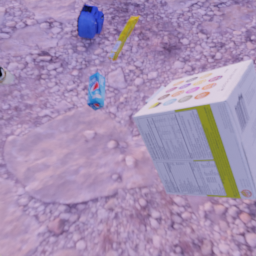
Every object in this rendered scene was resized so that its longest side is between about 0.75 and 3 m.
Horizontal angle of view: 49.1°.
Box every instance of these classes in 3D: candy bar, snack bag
[{"bbox_3d":[-0.182,-3.700,11.519,0.547,0.243,2.194,24,85,42],"label":"candy bar"},{"bbox_3d":[1.723,-1.229,12.419,1.459,0.156,1.376,34,60,23],"label":"snack bag"}]

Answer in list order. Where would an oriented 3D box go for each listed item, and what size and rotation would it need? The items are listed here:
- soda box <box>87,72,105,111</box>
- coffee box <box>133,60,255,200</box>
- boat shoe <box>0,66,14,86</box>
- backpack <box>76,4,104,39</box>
[{"bbox_3d":[-1.163,-1.351,10.315,0.449,0.474,1.399,-23,50,28],"label":"soda box"},{"bbox_3d":[2.208,0.062,7.830,2.605,2.634,2.630,-9,24,41],"label":"coffee box"},{"bbox_3d":[-4.459,-1.784,9.553,0.590,1.726,0.645,5,95,17],"label":"boat shoe"},{"bbox_3d":[-2.042,-5.650,15.035,1.366,1.323,1.628,10,53,4],"label":"backpack"}]
